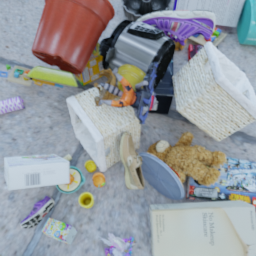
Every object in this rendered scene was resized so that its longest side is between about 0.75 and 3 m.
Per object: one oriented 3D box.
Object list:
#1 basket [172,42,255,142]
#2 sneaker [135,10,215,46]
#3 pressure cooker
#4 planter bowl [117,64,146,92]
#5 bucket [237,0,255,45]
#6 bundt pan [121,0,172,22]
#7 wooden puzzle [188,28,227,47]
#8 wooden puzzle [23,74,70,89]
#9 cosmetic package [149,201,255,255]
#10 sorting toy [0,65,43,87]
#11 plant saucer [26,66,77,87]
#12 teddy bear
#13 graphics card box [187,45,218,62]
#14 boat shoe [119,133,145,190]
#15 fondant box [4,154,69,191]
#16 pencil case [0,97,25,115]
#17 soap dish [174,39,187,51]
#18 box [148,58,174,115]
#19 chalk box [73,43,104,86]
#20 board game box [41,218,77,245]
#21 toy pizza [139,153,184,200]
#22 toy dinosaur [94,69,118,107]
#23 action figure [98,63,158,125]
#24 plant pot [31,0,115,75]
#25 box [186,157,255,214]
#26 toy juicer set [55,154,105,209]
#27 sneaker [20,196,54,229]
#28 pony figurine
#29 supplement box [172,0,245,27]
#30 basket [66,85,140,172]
[{"bbox_3d":[2.862,-1.135,9.210,2.231,1.794,2.211,32,37,-24],"label":"basket"},{"bbox_3d":[1.603,-3.510,9.884,2.832,1.181,1.142,4,18,11],"label":"sneaker"},{"bbox_3d":[0.177,-2.430,9.340,2.270,1.996,2.027,30,79,13],"label":"pressure cooker"},{"bbox_3d":[0.058,-1.276,8.399,1.187,1.187,0.495,28,60,14],"label":"planter bowl"},{"bbox_3d":[5.726,-4.615,12.116,1.447,2.223,2.223,0,62,4],"label":"bucket"},{"bbox_3d":[0.838,-5.735,13.329,2.385,0.895,2.385,0,61,0],"label":"bundt pan"},{"bbox_3d":[3.487,-4.251,12.634,1.565,0.362,1.450,30,56,22],"label":"wooden puzzle"},{"bbox_3d":[-2.938,-1.677,10.082,1.370,1.481,0.276,10,93,-33],"label":"wooden puzzle"},{"bbox_3d":[2.154,3.044,8.327,2.950,1.078,1.527,-4,84,1],"label":"cosmetic package"},{"bbox_3d":[-4.141,-2.084,10.989,1.694,0.231,0.954,14,45,-12],"label":"sorting toy"},{"bbox_3d":[-2.445,-1.737,9.206,1.554,1.556,0.373,10,101,-16],"label":"plant saucer"},{"bbox_3d":[1.857,0.994,9.332,2.705,0.903,1.961,32,73,34],"label":"teddy bear"},{"bbox_3d":[3.308,-3.247,12.331,1.300,0.331,0.815,4,61,1],"label":"graphics card box"},{"bbox_3d":[0.176,1.021,8.608,0.585,1.815,0.647,-2,15,26],"label":"boat shoe"},{"bbox_3d":[-2.758,1.225,8.261,1.579,2.189,0.638,-2,93,-26],"label":"fondant box"},{"bbox_3d":[-4.745,-0.870,10.979,1.266,0.531,0.541,-15,31,-10],"label":"pencil case"},{"bbox_3d":[1.766,-4.002,12.205,1.636,1.287,0.664,10,70,5],"label":"soap dish"},{"bbox_3d":[0.732,-2.049,11.077,1.980,1.428,2.668,3,63,1],"label":"box"},{"bbox_3d":[-1.959,-3.091,11.689,1.324,1.331,2.139,-32,66,-16],"label":"chalk box"},{"bbox_3d":[-2.117,3.191,8.643,0.900,0.464,0.472,8,54,25],"label":"board game box"},{"bbox_3d":[1.038,1.496,8.911,1.950,1.950,0.309,40,64,19],"label":"toy pizza"},{"bbox_3d":[-0.467,-1.205,8.855,2.351,0.710,1.248,-25,99,-49],"label":"toy dinosaur"},{"bbox_3d":[0.155,-1.077,7.824,1.702,0.920,1.760,20,87,-34],"label":"action figure"},{"bbox_3d":[-2.040,-3.344,9.785,2.519,2.519,2.449,19,86,10],"label":"plant pot"},{"bbox_3d":[3.295,1.833,9.544,2.466,0.492,1.688,10,61,6],"label":"box"},{"bbox_3d":[-1.841,1.564,9.533,2.328,0.633,1.481,28,67,19],"label":"toy juicer set"},{"bbox_3d":[-2.989,2.756,9.162,0.517,0.499,1.238,30,57,32],"label":"sneaker"},{"bbox_3d":[-0.347,3.741,8.395,1.213,1.046,1.256,32,58,-19],"label":"pony figurine"},{"bbox_3d":[3.602,-5.773,12.783,2.980,1.540,1.508,10,42,7],"label":"supplement box"},{"bbox_3d":[-0.819,-0.066,9.612,1.704,2.099,2.118,-30,59,-20],"label":"basket"}]
